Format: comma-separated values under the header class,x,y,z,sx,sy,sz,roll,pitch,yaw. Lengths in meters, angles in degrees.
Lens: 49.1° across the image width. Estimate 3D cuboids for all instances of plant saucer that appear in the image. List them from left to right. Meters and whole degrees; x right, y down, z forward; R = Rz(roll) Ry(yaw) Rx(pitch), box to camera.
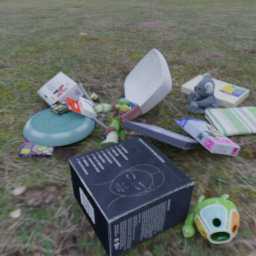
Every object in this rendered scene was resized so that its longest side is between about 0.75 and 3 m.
class,x,y,z,sx,sy,sz,roll,pitch,yaw
plant saucer,-2.949,-0.208,11.963,2.992,0.410,2.992,-1,30,0

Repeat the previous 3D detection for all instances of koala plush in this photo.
class,x,y,z,sx,sy,sz,roll,pitch,yaw
koala plush,3.617,-1.634,13.103,1.506,1.638,1.453,6,34,8

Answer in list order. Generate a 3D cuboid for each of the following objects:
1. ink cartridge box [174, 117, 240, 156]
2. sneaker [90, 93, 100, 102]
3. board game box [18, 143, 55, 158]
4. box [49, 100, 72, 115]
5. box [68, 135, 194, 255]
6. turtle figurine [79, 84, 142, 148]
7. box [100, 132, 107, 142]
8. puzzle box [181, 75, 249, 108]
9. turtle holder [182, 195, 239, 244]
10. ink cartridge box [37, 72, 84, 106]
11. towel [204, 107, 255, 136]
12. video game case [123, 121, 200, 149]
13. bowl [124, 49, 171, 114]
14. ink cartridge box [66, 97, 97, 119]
class,x,y,z,sx,sy,sz,roll,pitch,yaw
ink cartridge box,3.015,0.219,10.949,1.420,0.499,2.380,10,22,-36
sneaker,-1.682,-1.505,14.162,0.307,0.349,0.825,-48,25,0
board game box,-3.487,0.845,10.752,1.231,0.199,0.739,1,38,1
box,-2.950,-0.909,12.558,0.878,0.194,0.703,-31,41,-35
box,-0.001,1.763,8.066,2.560,1.614,2.604,-18,38,-25
turtle figurine,-0.810,-0.054,10.511,2.496,1.796,2.420,10,51,-9
box,-0.676,0.333,11.509,0.644,0.163,0.901,15,37,20
puzzle box,4.522,-1.924,14.666,2.945,0.374,1.959,27,42,34
turtle holder,2.223,2.473,7.492,1.439,1.093,1.022,6,34,4
ink cartridge box,-3.362,-1.716,13.793,1.607,0.767,1.830,-42,46,-10
towel,4.863,-0.256,12.302,2.563,0.393,1.912,-3,36,-9
video game case,1.334,0.267,10.034,2.126,0.282,2.977,20,6,23
bowl,0.996,-2.017,12.990,0.968,2.593,2.590,20,43,-31
ink cartridge box,-2.074,-0.995,12.414,1.245,0.312,1.434,24,18,-27
